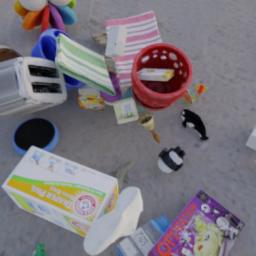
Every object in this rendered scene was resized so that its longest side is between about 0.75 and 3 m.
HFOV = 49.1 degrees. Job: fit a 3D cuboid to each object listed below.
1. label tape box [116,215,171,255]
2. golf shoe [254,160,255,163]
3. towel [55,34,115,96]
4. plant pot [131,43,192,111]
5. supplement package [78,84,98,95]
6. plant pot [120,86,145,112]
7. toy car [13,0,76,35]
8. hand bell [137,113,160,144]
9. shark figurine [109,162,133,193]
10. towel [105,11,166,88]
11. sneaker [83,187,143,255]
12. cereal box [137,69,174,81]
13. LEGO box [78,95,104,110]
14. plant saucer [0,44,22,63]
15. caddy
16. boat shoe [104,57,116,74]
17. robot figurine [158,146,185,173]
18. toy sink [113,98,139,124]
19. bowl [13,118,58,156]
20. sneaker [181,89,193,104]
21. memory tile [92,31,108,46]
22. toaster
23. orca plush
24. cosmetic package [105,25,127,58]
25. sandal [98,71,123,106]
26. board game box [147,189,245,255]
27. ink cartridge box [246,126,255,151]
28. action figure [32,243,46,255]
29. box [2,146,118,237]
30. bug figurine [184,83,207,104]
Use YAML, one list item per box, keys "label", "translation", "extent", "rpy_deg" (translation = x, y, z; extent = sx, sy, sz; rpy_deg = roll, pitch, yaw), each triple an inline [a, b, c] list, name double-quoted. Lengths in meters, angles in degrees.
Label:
- label: "label tape box"
  translation: [0.743, 3.306, 7.782]
  extent: [1.758, 0.556, 1.268]
  rpy_deg: [-30, 59, -21]
- label: "golf shoe"
  translation: [4.627, 0.725, 8.838]
  extent: [0.703, 1.866, 0.854]
  rpy_deg: [-26, 51, -34]
- label: "towel"
  translation: [-1.531, -2.278, 9.730]
  extent: [2.116, 0.325, 2.775]
  rpy_deg: [23, 27, -28]
- label: "plant pot"
  translation: [1.015, -1.543, 9.330]
  extent: [1.901, 1.731, 1.901]
  rpy_deg: [1, 72, -2]
- label: "supplement package"
  translation: [-1.663, -1.616, 11.659]
  extent: [0.766, 0.449, 0.448]
  rpy_deg: [-4, 49, -3]
- label: "plant pot"
  translation: [0.336, -1.118, 10.751]
  extent: [1.172, 1.172, 1.101]
  rpy_deg: [36, 57, 24]
- label: "toy car"
  translation: [-3.879, -5.559, 13.727]
  extent: [2.968, 2.597, 2.225]
  rpy_deg: [-20, 88, -20]
- label: "hand bell"
  translation: [0.762, 0.098, 8.883]
  extent: [0.551, 1.058, 0.551]
  rpy_deg: [-23, 31, 14]
- label: "shark figurine"
  translation: [-0.210, 1.677, 9.047]
  extent: [0.866, 0.605, 1.450]
  rpy_deg: [-3, 51, -1]
- label: "towel"
  translation: [0.346, -2.962, 10.519]
  extent: [1.981, 0.405, 2.707]
  rpy_deg: [-14, 81, -3]
- label: "sneaker"
  translation: [-0.205, 2.453, 6.952]
  extent: [0.769, 0.904, 2.043]
  rpy_deg: [3, 33, 42]
- label: "cereal box"
  translation: [0.834, -1.687, 8.869]
  extent: [1.062, 0.210, 0.764]
  rpy_deg: [8, 27, 24]
- label: "LEGO box"
  translation: [-1.323, -0.934, 10.215]
  extent: [0.855, 0.637, 0.330]
  rpy_deg: [3, 74, 3]
- label: "plant saucer"
  translation: [-4.332, -1.857, 10.413]
  extent: [0.443, 2.763, 2.763]
  rpy_deg: [-14, 48, 24]
- label: "caddy"
  translation: [-2.647, -2.679, 11.249]
  extent: [2.504, 1.314, 1.770]
  rpy_deg: [55, 46, -14]
- label: "boat shoe"
  translation: [-1.138, -2.642, 11.984]
  extent: [2.193, 0.758, 0.808]
  rpy_deg: [13, 11, 28]
- label: "robot figurine"
  translation: [1.441, 1.050, 9.314]
  extent: [0.973, 0.607, 0.731]
  rpy_deg: [-46, 62, 11]
- label: "toy sink"
  translation: [-0.091, -0.607, 9.288]
  extent: [0.712, 0.612, 1.092]
  rpy_deg: [-14, 15, 1]
- label: "bowl"
  translation: [-3.349, 0.305, 10.128]
  extent: [1.602, 0.314, 1.602]
  rpy_deg: [1, 55, -2]
- label: "sneaker"
  translation: [2.219, -1.207, 10.983]
  extent: [0.436, 0.302, 0.779]
  rpy_deg: [-8, 50, -14]
- label: "memory tile"
  translation: [-0.541, -4.623, 13.886]
  extent: [2.291, 0.192, 1.756]
  rpy_deg: [-21, 39, -14]
- label: "toaster"
  translation: [-3.438, -1.375, 9.246]
  extent: [1.913, 2.962, 1.683]
  rpy_deg: [-11, 90, 25]
- label: "orca plush"
  translation: [2.495, -0.228, 10.526]
  extent: [0.812, 0.549, 1.544]
  rpy_deg: [-10, 53, -7]
- label: "cosmetic package"
  translation: [-0.401, -2.916, 9.485]
  extent: [0.402, 0.990, 0.559]
  rpy_deg: [7, 0, -43]
- label: "sandal"
  translation: [-0.691, -1.819, 11.471]
  extent: [1.011, 0.611, 2.485]
  rpy_deg: [3, 41, -3]
- label: "board game box"
  translation: [1.946, 3.040, 7.686]
  extent: [1.614, 0.434, 2.689]
  rpy_deg: [34, 47, 23]
- label: "ink cartridge box"
  translation: [4.781, 0.298, 10.042]
  extent: [0.665, 0.668, 0.910]
  rpy_deg: [29, 57, 20]
- label: "action figure"
  translation: [-2.451, 3.844, 7.292]
  extent: [0.464, 1.003, 1.698]
  rpy_deg: [-7, 43, 10]
- label: "box"
  translation: [-1.829, 1.940, 8.173]
  extent: [2.863, 1.611, 1.451]
  rpy_deg: [19, 56, 13]
- label: "bug figurine"
  translation: [2.437, -1.575, 11.609]
  extent: [1.465, 0.377, 1.136]
  rpy_deg: [27, 71, 20]
